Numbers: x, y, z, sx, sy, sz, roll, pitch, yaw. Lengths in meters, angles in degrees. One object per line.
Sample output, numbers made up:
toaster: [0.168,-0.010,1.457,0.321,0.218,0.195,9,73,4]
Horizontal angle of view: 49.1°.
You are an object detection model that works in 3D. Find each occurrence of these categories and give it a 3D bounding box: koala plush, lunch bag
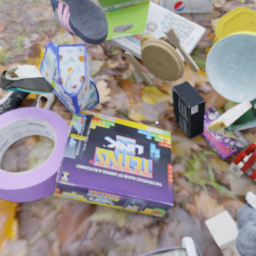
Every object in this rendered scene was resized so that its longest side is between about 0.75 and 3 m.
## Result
koala plush: [2.082,1.598,4.537,0.934,0.901,1.016,5,25,-2]
lunch bag: [-1.302,-1.121,6.617,0.812,1.115,1.311,-5,75,-5]
lunch bag: [-1.750,-1.432,8.400,1.201,1.884,1.602,-37,72,-18]

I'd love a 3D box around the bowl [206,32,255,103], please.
bowl: [3.302,-1.786,7.762,1.984,1.984,1.068,34,49,22]

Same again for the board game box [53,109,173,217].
board game box: [-0.263,0.811,7.038,2.703,0.766,2.234,14,47,-12]

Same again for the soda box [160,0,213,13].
soda box: [2.548,-5.568,12.322,2.204,0.702,0.751,0,54,-1]

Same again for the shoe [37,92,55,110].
shoe: [-2.679,-0.835,9.075,0.456,0.348,1.305,3,54,2]

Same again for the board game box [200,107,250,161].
board game box: [2.711,0.123,8.448,0.972,0.262,1.620,-29,59,-13]

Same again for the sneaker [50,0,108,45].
sneaker: [-1.206,-2.636,7.016,0.866,1.013,2.469,-21,56,-20]

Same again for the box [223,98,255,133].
box: [4.094,-0.696,7.166,2.092,2.898,0.527,-10,73,-25]

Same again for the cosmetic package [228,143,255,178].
cosmetic package: [3.271,0.886,7.724,0.972,0.503,0.355,-33,60,-23]

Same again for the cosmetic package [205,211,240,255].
cosmetic package: [2.154,2.393,6.030,0.525,1.203,0.622,-29,40,5]

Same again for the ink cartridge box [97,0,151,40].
ink cartridge box: [-0.220,-4.479,9.636,1.916,0.982,2.593,0,70,28]

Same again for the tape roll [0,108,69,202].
tape roll: [-2.768,0.664,7.667,2.559,0.839,2.559,0,54,0]

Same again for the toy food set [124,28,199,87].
toy food set: [1.049,-2.141,8.531,1.679,2.432,0.488,49,65,-21]

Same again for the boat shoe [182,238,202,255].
boat shoe: [1.664,3.308,5.823,0.689,0.729,2.032,-9,57,-6]

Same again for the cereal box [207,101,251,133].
cereal box: [2.485,-0.262,6.923,0.973,0.700,0.192,-35,89,-22]

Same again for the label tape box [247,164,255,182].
label tape box: [4.508,1.382,7.231,1.563,0.721,2.182,-32,58,-21]

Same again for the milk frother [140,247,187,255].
milk frother: [1.383,3.403,5.127,2.440,2.202,2.295,5,51,-28]

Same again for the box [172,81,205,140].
box: [1.704,-0.490,7.947,0.533,1.351,0.954,-25,50,-9]

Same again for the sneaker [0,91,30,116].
sneaker: [-3.684,-0.637,8.862,1.611,0.610,0.705,-39,70,-16]

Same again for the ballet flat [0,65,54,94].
ballet flat: [-2.699,-1.242,7.183,2.043,0.699,0.694,7,14,35]

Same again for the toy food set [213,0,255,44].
toy food set: [4.346,-3.621,10.869,2.974,0.971,1.750,-36,85,-21]

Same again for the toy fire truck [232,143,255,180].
toy fire truck: [2.889,0.571,6.143,1.073,0.901,0.602,-28,61,-30]

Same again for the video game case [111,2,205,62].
video game case: [1.151,-3.482,10.595,2.720,0.322,2.476,32,69,12]
